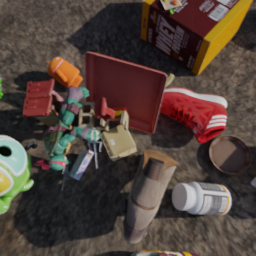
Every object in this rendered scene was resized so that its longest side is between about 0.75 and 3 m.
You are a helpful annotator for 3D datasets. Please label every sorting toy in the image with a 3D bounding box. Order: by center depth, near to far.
[{"bbox_3d":[1.452,-4.123,9.310,0.624,0.124,0.844,-16,67,-7],"label":"sorting toy"}]

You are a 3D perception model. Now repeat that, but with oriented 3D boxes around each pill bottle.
[{"bbox_3d":[2.085,2.019,8.012,1.536,0.894,0.894,11,64,-24],"label":"pill bottle"}]

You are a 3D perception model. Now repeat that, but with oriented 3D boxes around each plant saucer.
[{"bbox_3d":[-0.128,-1.117,8.873,2.502,2.507,0.460,18,47,9],"label":"plant saucer"},{"bbox_3d":[3.288,0.890,9.122,1.338,0.230,1.338,0,65,0],"label":"plant saucer"}]

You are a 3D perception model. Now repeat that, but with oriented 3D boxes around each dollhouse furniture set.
[{"bbox_3d":[-1.549,-0.682,8.772,2.922,1.572,1.188,-2,69,13],"label":"dollhouse furniture set"}]

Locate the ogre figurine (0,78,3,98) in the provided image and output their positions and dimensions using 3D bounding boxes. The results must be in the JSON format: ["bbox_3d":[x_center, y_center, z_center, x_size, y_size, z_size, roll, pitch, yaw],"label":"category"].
[{"bbox_3d":[-4.889,-1.008,9.259,1.066,2.173,1.303,24,41,-29],"label":"ogre figurine"}]

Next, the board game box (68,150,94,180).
[{"bbox_3d":[-1.455,1.119,8.566,0.189,0.918,0.920,33,75,-17],"label":"board game box"}]

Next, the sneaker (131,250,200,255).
[{"bbox_3d":[1.113,3.721,7.495,2.203,0.993,0.826,0,67,0],"label":"sneaker"}]

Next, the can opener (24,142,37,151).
[{"bbox_3d":[-3.129,0.624,8.901,0.205,0.780,0.259,-33,95,-40],"label":"can opener"}]

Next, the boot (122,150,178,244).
[{"bbox_3d":[0.523,1.812,7.834,1.026,2.922,2.137,20,94,14],"label":"boot"}]

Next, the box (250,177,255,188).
[{"bbox_3d":[5.050,1.441,8.456,1.943,1.033,1.479,-41,73,-16],"label":"box"}]

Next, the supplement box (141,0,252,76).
[{"bbox_3d":[2.408,-4.053,10.363,2.792,1.854,2.754,38,72,15],"label":"supplement box"}]

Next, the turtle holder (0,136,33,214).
[{"bbox_3d":[-3.664,1.206,7.549,1.665,1.556,2.191,8,57,14],"label":"turtle holder"}]

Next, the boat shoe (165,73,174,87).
[{"bbox_3d":[1.064,-1.565,9.877,1.184,0.372,0.432,-35,33,10],"label":"boat shoe"}]

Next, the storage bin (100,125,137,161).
[{"bbox_3d":[-0.322,0.480,9.202,0.924,0.436,0.930,-23,69,-9],"label":"storage bin"}]

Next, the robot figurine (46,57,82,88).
[{"bbox_3d":[-2.275,-1.952,9.883,1.325,0.773,0.953,35,52,-14],"label":"robot figurine"}]

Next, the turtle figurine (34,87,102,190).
[{"bbox_3d":[-1.720,0.284,8.075,1.388,2.064,2.758,23,57,-38],"label":"turtle figurine"}]

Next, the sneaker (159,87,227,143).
[{"bbox_3d":[1.890,-0.397,9.077,2.663,1.043,1.538,3,54,8],"label":"sneaker"}]
